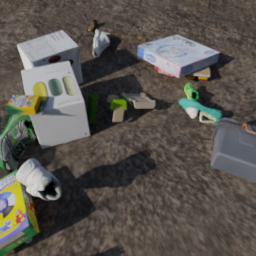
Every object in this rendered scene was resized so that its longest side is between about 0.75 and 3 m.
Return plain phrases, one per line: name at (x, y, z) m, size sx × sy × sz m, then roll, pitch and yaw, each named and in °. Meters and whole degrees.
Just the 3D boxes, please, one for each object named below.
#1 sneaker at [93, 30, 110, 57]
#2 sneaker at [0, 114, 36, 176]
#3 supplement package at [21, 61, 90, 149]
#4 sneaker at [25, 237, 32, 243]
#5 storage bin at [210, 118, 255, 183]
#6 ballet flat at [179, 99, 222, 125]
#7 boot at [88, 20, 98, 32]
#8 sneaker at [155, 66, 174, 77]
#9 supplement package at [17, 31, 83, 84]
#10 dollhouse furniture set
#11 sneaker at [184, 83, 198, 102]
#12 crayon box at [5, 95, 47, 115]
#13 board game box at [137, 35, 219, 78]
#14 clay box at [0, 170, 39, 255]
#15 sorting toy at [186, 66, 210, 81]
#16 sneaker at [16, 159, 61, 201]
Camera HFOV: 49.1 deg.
sneaker at (-1.443, -4.581, 15.156) m, size 0.878 × 0.814 × 2.165 m, roll 8°, pitch 49°, yaw -4°
sneaker at (-4.143, 0.506, 10.388) m, size 1.228 × 1.125 × 2.883 m, roll -4°, pitch 48°, yaw -4°
supplement package at (-2.858, -0.958, 11.105) m, size 1.979 × 1.965 × 2.608 m, roll -15°, pitch 50°, yaw -13°
sneaker at (-3.219, 3.137, 8.536) m, size 0.299 × 0.414 × 0.789 m, roll -32°, pitch 55°, yaw -25°
storage bin at (4.013, 0.815, 9.760) m, size 2.239 × 1.630 × 1.504 m, roll 19°, pitch 52°, yaw 13°
ballet flat at (2.926, -0.612, 11.421) m, size 1.891 × 0.637 × 0.666 m, roll 20°, pitch 68°, yaw -2°
boot at (-2.134, -6.118, 16.728) m, size 0.373 × 0.382 × 1.013 m, roll 16°, pitch 52°, yaw 11°
sneaker at (1.793, -2.804, 13.829) m, size 0.555 × 0.472 × 1.280 m, roll -31°, pitch 48°, yaw -13°
supplement package at (-3.456, -2.866, 12.711) m, size 2.171 × 2.076 × 1.597 m, roll -27°, pitch 54°, yaw -22°
dollhouse furniture set at (-0.299, -0.819, 11.862) m, size 2.787 × 1.076 × 1.393 m, roll -2°, pitch 23°, yaw -25°
sneaker at (2.822, -1.481, 12.190) m, size 0.498 × 0.561 × 1.343 m, roll 13°, pitch 50°, yaw -19°
crayon box at (-3.407, -0.783, 9.421) m, size 1.150 × 0.297 × 0.723 m, roll 1°, pitch 45°, yaw 3°
board game box at (2.471, -3.659, 13.939) m, size 2.885 × 0.626 × 2.871 m, roll -25°, pitch 45°, yaw -31°
clay box at (-3.750, 2.445, 8.633) m, size 1.468 × 0.608 × 2.554 m, roll -32°, pitch 48°, yaw -4°
sorting toy at (3.323, -2.689, 13.589) m, size 1.154 × 0.404 × 1.161 m, roll 8°, pitch 38°, yaw 7°
sneaker at (-2.429, 1.800, 8.292) m, size 1.149 × 2.312 × 0.901 m, roll 34°, pitch 73°, yaw 17°
